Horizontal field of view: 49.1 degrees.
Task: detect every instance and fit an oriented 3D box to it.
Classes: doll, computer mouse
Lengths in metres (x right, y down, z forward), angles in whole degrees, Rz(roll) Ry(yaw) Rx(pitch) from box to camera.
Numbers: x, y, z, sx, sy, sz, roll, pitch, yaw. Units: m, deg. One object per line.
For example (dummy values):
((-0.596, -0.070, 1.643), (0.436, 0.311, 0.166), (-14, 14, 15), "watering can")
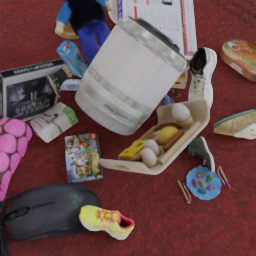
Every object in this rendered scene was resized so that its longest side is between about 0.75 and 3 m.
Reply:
((-1.332, -3.298, 8.789), (2.010, 2.946, 0.714), (-26, 15, -15), "doll")
((-2.126, 2.112, 6.803), (2.899, 0.764, 2.007), (-13, 55, -7), "computer mouse")

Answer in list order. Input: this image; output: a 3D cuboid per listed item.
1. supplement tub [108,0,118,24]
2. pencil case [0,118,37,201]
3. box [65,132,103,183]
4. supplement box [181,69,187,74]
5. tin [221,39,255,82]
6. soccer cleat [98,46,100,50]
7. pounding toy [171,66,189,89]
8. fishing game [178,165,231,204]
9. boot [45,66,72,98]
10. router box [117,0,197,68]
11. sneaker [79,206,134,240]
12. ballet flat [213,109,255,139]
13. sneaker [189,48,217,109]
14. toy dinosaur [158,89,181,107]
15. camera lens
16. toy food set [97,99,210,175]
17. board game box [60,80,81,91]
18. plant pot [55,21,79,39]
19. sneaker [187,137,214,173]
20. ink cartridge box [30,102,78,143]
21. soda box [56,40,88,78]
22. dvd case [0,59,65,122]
((0.101, -5.450, 11.439), (1.718, 1.718, 2.370), (2, 55, 2), "supplement tub")
((-3.224, 0.810, 7.256), (1.009, 1.042, 2.224), (7, 48, 4), "pencil case")
((-1.277, 0.831, 7.996), (0.966, 0.267, 1.415), (-9, 56, -4), "box")
((1.148, -1.872, 9.155), (1.350, 0.735, 0.411), (-27, 45, 8), "supplement box")
((4.338, -2.453, 10.189), (1.201, 0.449, 2.145), (-28, 60, -23), "tin")
((-1.016, -2.943, 10.460), (1.269, 0.423, 0.485), (-35, 34, -15), "soccer cleat")
((1.781, -1.814, 9.653), (0.776, 0.552, 0.714), (6, 56, 4), "pounding toy")
((2.072, 1.466, 7.621), (1.344, 0.209, 0.962), (-13, 59, -9), "fishing game")
((-1.787, -1.230, 7.486), (0.645, 0.856, 0.313), (-37, 61, -13), "boot")
((0.984, -3.696, 9.780), (2.639, 0.718, 2.940), (0, 82, -15), "router box")
((-0.466, 2.110, 6.536), (1.410, 0.637, 0.551), (27, 39, -22), "sneaker")
((3.858, -0.181, 8.370), (2.677, 0.944, 0.874), (-22, 75, -10), "ballet flat")
((2.053, -1.365, 8.386), (0.795, 2.108, 1.213), (11, 10, 31), "sneaker")
((1.285, -0.424, 8.646), (1.624, 0.853, 1.473), (6, 76, 34), "toy dinosaur")
((0.069, -1.446, 7.753), (2.176, 2.176, 2.720), (45, 107, 26), "camera lens")
((0.618, 0.153, 7.108), (2.645, 0.799, 1.898), (-39, 19, -31), "toy food set")
((-1.987, -1.394, 9.000), (1.029, 0.224, 1.034), (1, 17, -13), "board game box")
((-2.244, -4.219, 11.518), (1.510, 0.207, 1.510), (0, 56, 0), "plant pot")
((2.017, 0.796, 7.969), (0.591, 0.422, 1.192), (-10, 51, -4), "sneaker")
((-2.226, -0.184, 8.432), (1.143, 0.480, 0.834), (-38, 42, -23), "ink cartridge box")
((-1.811, -2.284, 9.404), (0.454, 1.414, 0.480), (26, 76, 21), "soda box")
((-2.696, -0.915, 7.772), (1.669, 2.220, 0.275), (-24, 70, -33), "dvd case")
